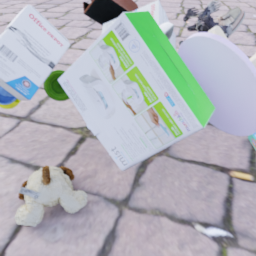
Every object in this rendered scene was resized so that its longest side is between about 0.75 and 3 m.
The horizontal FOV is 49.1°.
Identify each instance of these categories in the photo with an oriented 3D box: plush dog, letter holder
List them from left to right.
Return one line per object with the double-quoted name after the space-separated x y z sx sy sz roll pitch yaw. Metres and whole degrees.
-2.130 1.494 7.290 1.802 1.446 1.547 -15 15 -20 "plush dog"
-0.619 -4.660 10.854 2.094 1.053 1.488 20 44 -37 "letter holder"

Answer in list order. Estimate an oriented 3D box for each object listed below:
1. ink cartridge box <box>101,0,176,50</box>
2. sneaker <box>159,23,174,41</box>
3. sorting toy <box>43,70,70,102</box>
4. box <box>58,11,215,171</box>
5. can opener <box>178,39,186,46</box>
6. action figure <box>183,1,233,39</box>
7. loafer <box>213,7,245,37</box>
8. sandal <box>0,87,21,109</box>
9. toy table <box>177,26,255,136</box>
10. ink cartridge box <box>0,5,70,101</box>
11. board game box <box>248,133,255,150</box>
0.393 -2.966 9.837 2.260 1.635 1.642 -14 52 26 "ink cartridge box"
0.269 -2.220 7.495 1.045 0.917 2.608 38 61 17 "sneaker"
-1.495 -1.325 8.109 1.763 1.059 0.723 -15 24 -1 "sorting toy"
0.122 -0.688 5.880 2.491 2.198 1.205 54 36 -2 "box"
2.225 -3.131 10.520 0.401 0.318 1.208 -25 19 3 "can opener"
2.793 -3.508 9.429 1.189 1.385 2.331 -33 36 4 "action figure"
3.389 -3.815 11.214 0.854 2.717 0.977 33 25 -33 "loafer"
-3.251 -1.794 8.431 1.048 2.638 1.148 24 -6 -9 "sandal"
2.351 -1.197 6.449 2.293 2.494 1.461 -13 22 45 "toy table"
-2.221 -1.572 6.025 0.686 1.178 1.630 6 60 52 "ink cartridge box"
4.883 0.529 9.265 1.422 0.320 1.081 -2 36 -2 "board game box"
